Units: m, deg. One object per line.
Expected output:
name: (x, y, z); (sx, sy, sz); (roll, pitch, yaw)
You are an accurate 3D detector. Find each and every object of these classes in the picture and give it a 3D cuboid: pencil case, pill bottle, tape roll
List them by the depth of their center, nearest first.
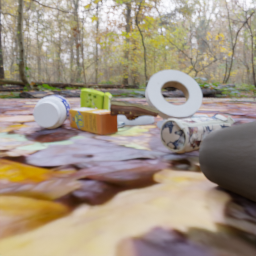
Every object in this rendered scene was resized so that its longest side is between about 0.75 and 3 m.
pencil case: (2.211, 0.120, 8.920); (2.647, 1.184, 1.030); (-6, 44, -39)
tape roll: (1.897, -1.373, 11.723); (2.386, 2.386, 0.436); (-1, -27, -9)
pill bottle: (-3.781, -0.780, 13.903); (1.532, 1.532, 2.560); (0, 10, -3)

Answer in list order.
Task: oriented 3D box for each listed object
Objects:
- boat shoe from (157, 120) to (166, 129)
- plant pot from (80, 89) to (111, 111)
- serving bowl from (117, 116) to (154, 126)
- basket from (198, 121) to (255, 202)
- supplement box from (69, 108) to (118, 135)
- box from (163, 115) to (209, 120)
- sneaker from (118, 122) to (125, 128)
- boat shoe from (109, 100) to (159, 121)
boat shoe: (2.046, -0.069, 12.980); (1.421, 0.504, 0.496); (0, -19, 26)
plant pot: (-1.901, -1.344, 16.823); (1.692, 1.856, 1.865); (4, 10, 1)
serving bowl: (0.134, -0.735, 15.826); (2.648, 0.871, 2.648); (-1, 8, 0)
basket: (2.367, 0.583, 4.967); (1.381, 1.832, 2.031); (22, -12, -26)
supplement box: (-1.666, -0.349, 12.902); (0.999, 0.966, 2.904); (-10, 12, -36)
box: (3.082, -0.431, 15.124); (2.407, 0.454, 1.644); (1, 9, 8)
sneaker: (-0.834, -0.292, 13.733); (1.372, 0.592, 0.532); (-1, 8, -4)
boat shoe: (0.206, -0.612, 10.828); (2.090, 0.706, 0.752); (12, 8, 25)
